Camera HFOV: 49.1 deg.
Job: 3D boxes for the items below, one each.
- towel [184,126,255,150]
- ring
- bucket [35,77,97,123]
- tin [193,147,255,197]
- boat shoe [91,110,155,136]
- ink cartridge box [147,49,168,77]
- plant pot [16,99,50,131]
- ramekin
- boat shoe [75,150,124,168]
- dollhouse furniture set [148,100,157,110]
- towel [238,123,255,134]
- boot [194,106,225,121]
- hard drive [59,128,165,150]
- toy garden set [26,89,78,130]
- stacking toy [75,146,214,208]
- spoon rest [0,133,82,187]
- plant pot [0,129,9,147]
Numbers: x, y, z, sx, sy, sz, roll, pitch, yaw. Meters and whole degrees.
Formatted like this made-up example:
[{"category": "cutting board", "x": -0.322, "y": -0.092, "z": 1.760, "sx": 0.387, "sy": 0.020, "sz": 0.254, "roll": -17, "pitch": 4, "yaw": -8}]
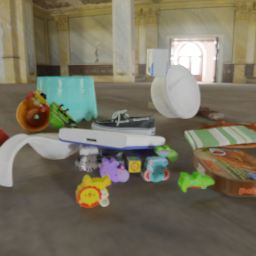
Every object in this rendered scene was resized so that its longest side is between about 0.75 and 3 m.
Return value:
[{"category": "towel", "x": 2.879, "y": 0.299, "z": 8.780, "sx": 1.981, "sy": 0.232, "sz": 1.511, "roll": -6, "pitch": 15, "yaw": 2}, {"category": "ring", "x": 3.581, "y": 0.140, "z": 9.574, "sx": 2.580, "sy": 0.248, "sz": 2.580, "roll": -5, "pitch": 15, "yaw": 1}, {"category": "bucket", "x": -2.968, "y": -1.445, "z": 13.426, "sx": 3.040, "sy": 1.978, "sz": 3.040, "roll": 1, "pitch": 11, "yaw": 0}, {"category": "tin", "x": 2.203, "y": 0.896, "z": 6.176, "sx": 1.264, "sy": 0.472, "sz": 2.257, "roll": 4, "pitch": 12, "yaw": -3}, {"category": "boat shoe", "x": -0.207, "y": -0.221, "z": 10.386, "sx": 2.424, "sy": 0.828, "sz": 0.895, "roll": 4, "pitch": 13, "yaw": 20}, {"category": "ink cartridge box", "x": 1.218, "y": -2.820, "z": 12.064, "sx": 0.651, "sy": 1.128, "sz": 1.555, "roll": -1, "pitch": 16, "yaw": -4}, {"category": "plant pot", "x": -3.661, "y": -0.476, "z": 11.016, "sx": 1.259, "sy": 1.259, "sz": 1.153, "roll": -3, "pitch": -3, "yaw": -15}, {"category": "ramekin", "x": 2.188, "y": -1.637, "z": 13.263, "sx": 2.570, "sy": 2.570, "sz": 1.197, "roll": -11, "pitch": 0, "yaw": -43}, {"category": "boat shoe", "x": -0.700, "y": 0.733, "z": 6.897, "sx": 1.201, "sy": 0.426, "sz": 0.433, "roll": -2, "pitch": 12, "yaw": -9}, {"category": "dollhouse furniture set", "x": 2.291, "y": -1.841, "z": 16.734, "sx": 1.339, "sy": 1.347, "sz": 1.911, "roll": 8, "pitch": 14, "yaw": 35}, {"category": "towel", "x": 4.681, "y": 0.061, "z": 10.567, "sx": 1.395, "sy": 0.214, "sz": 1.829, "roll": 6, "pitch": 13, "yaw": 28}, {"category": "boot", "x": 3.607, "y": -0.692, "z": 13.512, "sx": 1.593, "sy": 0.549, "sz": 1.709, "roll": -3, "pitch": 17, "yaw": -5}, {"category": "hard drive", "x": -0.279, "y": 0.309, "z": 7.532, "sx": 1.797, "sy": 0.345, "sz": 2.723, "roll": 6, "pitch": 0, "yaw": 25}, {"category": "toy garden set", "x": -2.524, "y": -0.682, "z": 9.771, "sx": 0.490, "sy": 2.048, "sz": 2.456, "roll": -45, "pitch": 23, "yaw": 2}, {"category": "stacking toy", "x": 0.172, "y": 0.921, "z": 5.875, "sx": 2.542, "sy": 0.597, "sz": 1.916, "roll": 0, "pitch": 14, "yaw": -12}, {"category": "spoon rest", "x": -2.164, "y": 0.474, "z": 6.982, "sx": 1.448, "sy": 0.883, "sz": 2.914, "roll": 8, "pitch": 15, "yaw": 16}, {"category": "plant pot", "x": -3.437, "y": 0.388, "z": 6.410, "sx": 0.972, "sy": 0.971, "sz": 0.856, "roll": -36, "pitch": 34, "yaw": -3}]
